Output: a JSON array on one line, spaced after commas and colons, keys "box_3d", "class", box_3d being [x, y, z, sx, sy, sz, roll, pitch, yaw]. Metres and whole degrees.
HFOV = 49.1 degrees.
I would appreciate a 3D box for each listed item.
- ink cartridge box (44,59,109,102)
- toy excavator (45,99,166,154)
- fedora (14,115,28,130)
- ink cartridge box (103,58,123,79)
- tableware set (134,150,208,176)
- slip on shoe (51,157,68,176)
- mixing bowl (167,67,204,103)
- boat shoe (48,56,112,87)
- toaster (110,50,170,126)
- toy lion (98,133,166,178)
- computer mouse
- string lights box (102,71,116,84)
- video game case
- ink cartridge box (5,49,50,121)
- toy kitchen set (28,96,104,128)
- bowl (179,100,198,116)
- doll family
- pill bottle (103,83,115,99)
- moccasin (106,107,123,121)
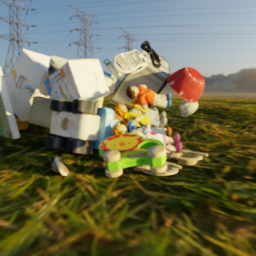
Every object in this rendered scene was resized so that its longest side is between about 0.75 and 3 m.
[{"box_3d": [-1.649, -1.307, 8.922, 1.172, 1.193, 1.621, -18, -3, -45], "class": "ink cartridge box"}, {"box_3d": [-0.553, 0.019, 8.301, 2.761, 1.418, 2.840, 7, 1, 36], "class": "toy excavator"}, {"box_3d": [-4.807, -0.255, 12.106, 1.497, 0.610, 1.497, 4, 5, 0], "class": "fedora"}, {"box_3d": [-0.516, -2.204, 10.175, 0.240, 0.809, 0.420, -30, 12, 39], "class": "ink cartridge box"}, {"box_3d": [0.755, 0.713, 6.642, 2.060, 0.239, 1.721, -8, 11, -41], "class": "tableware set"}, {"box_3d": [-1.455, 0.840, 5.844, 0.239, 0.300, 0.790, -42, 27, -7], "class": "slip on shoe"}, {"box_3d": [2.290, -1.742, 10.522, 1.489, 0.806, 1.489, 24, 37, -20], "class": "mixing bowl"}, {"box_3d": [-1.766, -1.876, 10.244, 2.373, 0.755, 0.839, 20, 27, 1], "class": "boat shoe"}, {"box_3d": [0.583, -1.836, 12.179, 1.622, 2.472, 2.734, 32, 25, -9], "class": "toaster"}, {"box_3d": [0.065, 0.472, 6.046, 1.451, 0.498, 1.391, -6, 22, 7], "class": "toy lion"}, {"box_3d": [0.231, -2.316, 9.708, 2.129, 1.167, 0.467, -29, -10, -37], "class": "computer mouse"}, {"box_3d": [-0.847, -2.019, 11.009, 0.775, 0.228, 0.398, 19, 31, -2], "class": "string lights box"}, {"box_3d": [-4.860, -0.908, 10.044, 2.264, 2.487, 0.285, 8, 24, 40], "class": "video game case"}, {"box_3d": [-3.779, -1.711, 11.701, 1.685, 2.329, 1.715, 42, 20, 22], "class": "ink cartridge box"}, {"box_3d": [-2.179, -1.070, 11.028, 2.226, 2.013, 2.467, 15, 11, 3], "class": "toy kitchen set"}, {"box_3d": [2.294, -0.859, 10.960, 0.365, 0.778, 0.778, 46, -17, -28], "class": "bowl"}, {"box_3d": [0.365, -0.063, 7.756, 1.607, 1.166, 2.588, 11, 46, -16], "class": "doll family"}, {"box_3d": [-1.185, -1.893, 12.634, 1.164, 1.164, 2.125, -1, 6, -9], "class": "pill bottle"}, {"box_3d": [-0.139, -0.962, 14.853, 2.746, 1.060, 1.004, -12, 15, -40], "class": "moccasin"}]
